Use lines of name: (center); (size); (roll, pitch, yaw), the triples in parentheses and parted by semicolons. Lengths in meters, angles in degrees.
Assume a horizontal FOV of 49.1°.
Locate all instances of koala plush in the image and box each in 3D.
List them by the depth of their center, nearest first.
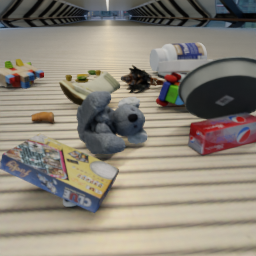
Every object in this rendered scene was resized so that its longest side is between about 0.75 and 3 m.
koala plush: (-0.283, -0.139, 6.627); (1.578, 1.399, 1.450); (-15, -4, -31)

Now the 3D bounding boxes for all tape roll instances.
tape roll: (2.074, -2.132, 9.794); (2.042, 0.373, 2.042); (-2, 9, 0)

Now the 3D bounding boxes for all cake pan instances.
cake pan: (2.420, -0.849, 6.998); (2.315, 2.315, 0.425); (1, 62, 3)

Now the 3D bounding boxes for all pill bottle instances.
pill bottle: (2.455, -3.465, 13.953); (2.583, 1.433, 1.433); (-9, 25, -19)

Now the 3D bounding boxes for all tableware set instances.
tableware set: (-2.030, -2.474, 13.129); (1.307, 0.298, 1.940); (21, 32, 39)

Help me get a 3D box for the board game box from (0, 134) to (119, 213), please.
board game box: (-1.110, 0.706, 4.853); (1.702, 0.295, 1.153); (23, 19, 7)

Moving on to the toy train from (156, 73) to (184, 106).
toy train: (1.972, -1.233, 9.741); (1.377, 1.007, 2.380); (25, 22, 14)

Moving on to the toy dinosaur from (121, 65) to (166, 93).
toy dinosaur: (0.585, -1.985, 11.365); (1.991, 1.017, 1.351); (-12, 0, 28)

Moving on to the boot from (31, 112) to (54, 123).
boot: (-2.511, -0.290, 8.225); (0.626, 0.298, 0.809); (-9, 14, -21)

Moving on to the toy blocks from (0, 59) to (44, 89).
toy blocks: (-4.537, -2.160, 11.841); (1.371, 1.003, 2.006); (27, 36, 27)

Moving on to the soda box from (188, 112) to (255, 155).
soda box: (2.392, 0.108, 6.865); (1.817, 0.636, 0.576); (-11, 29, -23)

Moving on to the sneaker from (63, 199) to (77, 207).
sneaker: (-0.986, 1.013, 5.152); (0.363, 0.390, 0.983); (-3, 23, -3)

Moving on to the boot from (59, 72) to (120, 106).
boot: (-1.316, -1.414, 9.508); (1.831, 0.660, 1.416); (31, 63, 30)

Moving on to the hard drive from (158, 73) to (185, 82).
hard drive: (1.866, -2.093, 11.511); (1.095, 0.180, 0.764); (25, 37, 24)
